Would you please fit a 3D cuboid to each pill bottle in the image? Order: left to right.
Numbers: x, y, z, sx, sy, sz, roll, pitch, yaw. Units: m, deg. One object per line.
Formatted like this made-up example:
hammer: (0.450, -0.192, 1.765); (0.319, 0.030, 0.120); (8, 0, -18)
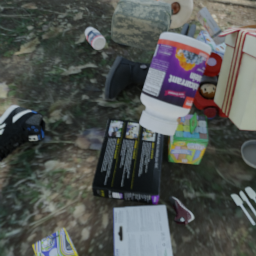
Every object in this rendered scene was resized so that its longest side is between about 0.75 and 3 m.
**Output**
pill bottle: (-1.601, -4.267, 13.281); (0.671, 0.671, 1.121); (-23, 53, -18)
pill bottle: (1.192, -1.166, 7.793); (1.433, 2.573, 1.433); (17, 12, -4)

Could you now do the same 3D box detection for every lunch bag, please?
lunch bag: (0.467, -3.319, 8.564); (1.757, 1.224, 1.473); (13, 60, 1)
lunch bag: (3.767, -3.406, 12.263); (1.565, 0.738, 1.954); (20, 42, -13)

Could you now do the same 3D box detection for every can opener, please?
can opener: (2.688, -4.187, 13.146); (0.713, 0.900, 2.708); (15, 48, 13)

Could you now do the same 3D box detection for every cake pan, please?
cake pan: (4.343, 0.911, 9.423); (1.112, 0.204, 1.112); (0, 52, 0)

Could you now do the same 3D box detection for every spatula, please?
spatula: (3.672, 2.322, 8.376); (0.714, 0.083, 1.027); (-17, 53, -15)

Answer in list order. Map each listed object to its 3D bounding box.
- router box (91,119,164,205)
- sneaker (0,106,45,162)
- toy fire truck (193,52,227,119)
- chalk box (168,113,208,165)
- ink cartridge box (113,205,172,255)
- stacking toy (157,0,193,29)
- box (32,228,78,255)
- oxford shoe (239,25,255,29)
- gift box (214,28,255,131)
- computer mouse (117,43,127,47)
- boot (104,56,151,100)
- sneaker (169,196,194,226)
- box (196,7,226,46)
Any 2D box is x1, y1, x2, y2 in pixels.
router box: (0.092, 0.987, 9.047); (2.001, 0.685, 2.683); (7, 52, 5)
sneaker: (-3.753, 0.396, 9.295); (1.589, 1.038, 2.840); (11, 51, 10)
toy fire truck: (3.589, -1.486, 10.660); (2.768, 1.552, 2.324); (-1, 70, 1)
chalk box: (1.902, 0.255, 8.962); (1.075, 1.736, 1.080); (5, 51, 4)
ink cartridge box: (0.366, 2.931, 7.732); (1.537, 0.333, 1.509); (-3, 51, 0)
stacking toy: (1.429, -4.505, 10.228); (1.330, 1.330, 1.821); (-11, 35, -9)
box: (-1.362, 3.843, 6.669); (0.913, 0.838, 2.607); (-25, 56, -18)
oxford shoe: (6.538, -4.632, 13.440); (2.643, 0.943, 0.942); (4, 46, 5)
gift box: (3.943, -1.539, 7.772); (2.963, 2.766, 2.734); (2, 25, -8)
computer mouse: (0.304, -4.621, 13.752); (0.654, 0.380, 2.231); (33, 58, 25)
boot: (0.690, -1.832, 11.246); (2.880, 0.945, 2.373); (13, 54, 5)
sneaker: (1.419, 2.440, 8.121); (0.524, 0.343, 0.907); (-38, 61, -23)
box: (2.978, -3.606, 10.044); (0.281, 1.065, 1.366); (-34, 97, 14)
